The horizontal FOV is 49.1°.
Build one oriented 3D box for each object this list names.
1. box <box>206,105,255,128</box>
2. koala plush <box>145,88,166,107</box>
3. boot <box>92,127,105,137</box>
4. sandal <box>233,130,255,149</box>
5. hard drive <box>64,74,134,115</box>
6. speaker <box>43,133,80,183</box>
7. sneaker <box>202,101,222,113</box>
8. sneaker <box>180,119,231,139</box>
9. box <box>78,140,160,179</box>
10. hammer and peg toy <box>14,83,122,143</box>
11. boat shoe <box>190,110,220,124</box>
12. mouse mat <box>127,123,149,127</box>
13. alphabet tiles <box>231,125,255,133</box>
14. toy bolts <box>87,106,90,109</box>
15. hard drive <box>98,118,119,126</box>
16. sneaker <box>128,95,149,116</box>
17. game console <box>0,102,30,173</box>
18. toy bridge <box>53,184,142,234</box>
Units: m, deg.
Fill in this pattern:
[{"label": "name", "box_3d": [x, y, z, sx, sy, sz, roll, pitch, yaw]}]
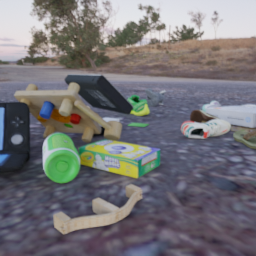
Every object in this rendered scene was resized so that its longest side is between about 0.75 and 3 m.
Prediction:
[{"label": "box", "box_3d": [5.199, -0.562, 11.894, 2.965, 0.610, 2.312, -5, 11, -33]}, {"label": "koala plush", "box_3d": [1.760, -1.809, 17.141, 1.228, 1.089, 1.129, -8, 26, -35]}, {"label": "boot", "box_3d": [-0.970, 0.127, 9.503, 0.936, 0.346, 0.767, -1, 8, 32]}, {"label": "sandal", "box_3d": [3.789, 0.275, 8.368, 0.721, 0.518, 1.816, -4, 14, -17]}, {"label": "hard drive", "box_3d": [-1.079, -1.189, 9.687, 1.655, 0.390, 2.371, 43, -17, -34]}, {"label": "speaker", "box_3d": [-1.524, 0.617, 6.277, 0.768, 0.768, 1.738, -4, 13, -17]}, {"label": "sneaker", "box_3d": [4.552, -0.952, 14.166, 1.060, 0.589, 1.516, 13, 27, 42]}, {"label": "sneaker", "box_3d": [2.622, 0.121, 9.224, 1.682, 0.592, 0.786, -1, 23, -3]}, {"label": "box", "box_3d": [-0.309, 0.667, 6.750, 1.906, 0.461, 1.118, 6, 12, 32]}, {"label": "hammer and peg toy", "box_3d": [-1.628, -0.448, 8.077, 2.823, 0.995, 2.076, 2, -31, 22]}, {"label": "boat shoe", "box_3d": [3.032, -0.205, 10.586, 0.691, 0.690, 1.868, 9, 15, -20]}, {"label": "mouse mat", "box_3d": [0.413, -0.117, 11.408, 0.779, 0.029, 0.627, 4, 13, 24]}, {"label": "alphabet tiles", "box_3d": [4.735, 0.001, 10.778, 1.393, 0.063, 1.666, 5, 13, 23]}, {"label": "toy bolts", "box_3d": [-1.856, -0.557, 11.566, 0.975, 0.676, 0.931, -8, 10, 8]}, {"label": "hard drive", "box_3d": [-0.973, -0.255, 11.747, 0.736, 0.149, 1.115, 7, 14, 28]}, {"label": "sneaker", "box_3d": [0.262, -1.187, 14.148, 0.851, 0.960, 2.298, -10, 15, -37]}, {"label": "game console", "box_3d": [-3.706, 0.157, 6.127, 2.831, 2.489, 1.647, -2, -28, -14]}, {"label": "toy bridge", "box_3d": [-0.348, 1.286, 4.385, 1.638, 0.223, 0.550, -12, 17, -43]}]
